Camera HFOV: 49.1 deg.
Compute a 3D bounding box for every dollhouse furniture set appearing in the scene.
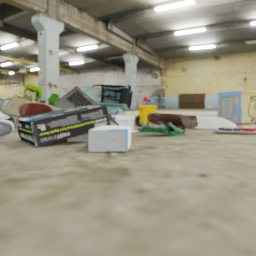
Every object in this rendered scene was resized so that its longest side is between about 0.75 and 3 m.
[{"bbox_3d":[-4.352,-0.662,12.547,1.707,1.308,2.606,19,32,-5],"label":"dollhouse furniture set"}]

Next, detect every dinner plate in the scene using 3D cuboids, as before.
[{"bbox_3d":[3.170,-0.272,11.572,2.477,0.300,2.477,2,9,0],"label":"dinner plate"}]

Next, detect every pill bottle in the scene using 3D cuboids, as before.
[{"bbox_3d":[-5.525,-0.798,13.293,2.234,1.272,1.272,2,5,10],"label":"pill bottle"}]

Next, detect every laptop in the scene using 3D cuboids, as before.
[{"bbox_3d":[-1.205,-0.338,8.387,1.730,1.003,1.620,-28,-54,32],"label":"laptop"}]

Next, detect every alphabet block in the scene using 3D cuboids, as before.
[{"bbox_3d":[5.747,-1.027,14.234,1.696,1.657,1.666,-3,6,-22],"label":"alphabet block"}]

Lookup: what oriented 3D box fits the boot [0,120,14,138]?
[{"bbox_3d":[-3.688,0.121,7.193,1.409,0.512,0.636,-10,14,-19],"label":"boot"}]

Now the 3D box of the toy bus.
[{"bbox_3d":[0.801,-0.723,12.464,0.928,1.313,1.368,-2,3,-9],"label":"toy bus"}]

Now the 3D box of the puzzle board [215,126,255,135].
[{"bbox_3d":[3.882,0.069,9.180,1.950,0.170,1.470,3,5,17],"label":"puzzle board"}]

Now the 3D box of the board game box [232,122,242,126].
[{"bbox_3d":[4.598,-0.200,13.206,0.764,0.144,1.485,-2,5,-11],"label":"board game box"}]

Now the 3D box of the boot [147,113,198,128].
[{"bbox_3d":[1.737,-0.182,9.218,1.621,0.559,1.739,7,-3,-39],"label":"boot"}]

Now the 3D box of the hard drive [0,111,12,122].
[{"bbox_3d":[-5.529,-0.566,10.594,1.925,0.521,2.755,25,-2,-16],"label":"hard drive"}]

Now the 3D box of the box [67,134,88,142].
[{"bbox_3d":[-0.908,0.219,7.209,1.101,0.200,0.795,1,4,10],"label":"box"}]

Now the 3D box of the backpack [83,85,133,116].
[{"bbox_3d":[-1.356,-1.592,16.998,2.903,2.186,2.578,11,-6,8],"label":"backpack"}]

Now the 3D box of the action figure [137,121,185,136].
[{"bbox_3d":[1.113,0.022,8.394,1.498,0.410,0.885,8,0,-29],"label":"action figure"}]

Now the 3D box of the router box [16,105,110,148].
[{"bbox_3d":[-1.600,-0.112,6.830,1.878,0.583,1.407,-17,13,-32],"label":"router box"}]

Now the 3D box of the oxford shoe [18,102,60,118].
[{"bbox_3d":[-3.152,-0.495,10.220,0.921,0.867,2.462,27,2,27],"label":"oxford shoe"}]

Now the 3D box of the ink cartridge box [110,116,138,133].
[{"bbox_3d":[-0.460,-0.145,9.646,1.651,0.560,0.951,4,6,40],"label":"ink cartridge box"}]

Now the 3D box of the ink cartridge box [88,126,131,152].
[{"bbox_3d":[-0.329,0.202,5.835,0.739,0.435,1.283,0,4,5],"label":"ink cartridge box"}]
